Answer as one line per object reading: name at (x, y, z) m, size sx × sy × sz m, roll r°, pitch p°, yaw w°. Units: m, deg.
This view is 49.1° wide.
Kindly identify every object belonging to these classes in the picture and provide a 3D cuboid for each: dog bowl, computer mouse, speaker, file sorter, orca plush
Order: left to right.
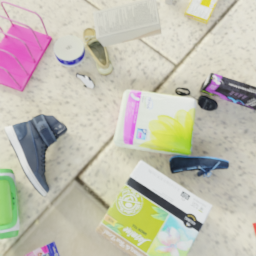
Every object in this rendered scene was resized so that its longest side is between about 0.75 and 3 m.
speaker at (-4.293, 2.591, 9.562) m, size 1.002 × 1.002 × 2.265 m, roll -11°, pitch 72°, yaw -4°
file sorter at (-4.672, -3.251, 11.096) m, size 1.917 × 1.730 × 2.758 m, roll 21°, pitch 73°, yaw 6°
dog bowl at (-2.444, -3.209, 11.713) m, size 1.261 × 0.497 × 1.261 m, roll 0°, pitch 70°, yaw -1°
orca plush at (-1.709, -1.942, 11.486) m, size 0.928 × 0.330 × 0.488 m, roll 24°, pitch 118°, yaw 15°
computer mouse at (2.715, -1.189, 11.129) m, size 1.798 × 0.527 × 0.306 m, roll 28°, pitch 41°, yaw 12°

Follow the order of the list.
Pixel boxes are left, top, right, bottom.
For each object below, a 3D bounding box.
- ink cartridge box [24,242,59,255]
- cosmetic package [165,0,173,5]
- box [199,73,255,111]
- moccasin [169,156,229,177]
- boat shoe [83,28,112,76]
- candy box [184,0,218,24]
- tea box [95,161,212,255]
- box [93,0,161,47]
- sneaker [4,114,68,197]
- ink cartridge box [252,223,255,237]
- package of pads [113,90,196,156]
ink cartridge box at (-2.925, 4.310, 9.406) m, size 1.111 × 0.206 × 0.526 m, roll -23°, pitch 73°, yaw -10°
cosmetic package at (1.938, -6.046, 12.732) m, size 0.335 × 0.397 × 0.768 m, roll 17°, pitch 71°, yaw 7°
box at (4.037, -1.275, 10.400) m, size 2.511 × 1.795 × 0.453 m, roll 18°, pitch 89°, yaw 7°
moccasin at (2.544, 1.445, 10.115) m, size 2.094 × 0.843 × 0.714 m, roll 0°, pitch 71°, yaw 15°
boat shoe at (-1.291, -3.307, 11.627) m, size 0.855 × 0.737 × 2.344 m, roll -19°, pitch 73°, yaw -5°
candy box at (3.452, -5.725, 12.664) m, size 1.093 × 0.282 × 2.139 m, roll 24°, pitch 73°, yaw 14°
tea box at (0.776, 2.916, 9.016) m, size 2.624 × 1.753 × 2.582 m, roll 31°, pitch 75°, yaw 8°
box at (-0.014, -4.049, 10.837) m, size 2.440 × 0.949 × 1.159 m, roll -8°, pitch 85°, yaw 11°
sneaker at (-2.921, 0.840, 10.102) m, size 2.024 × 1.065 × 2.801 m, roll -25°, pitch 85°, yaw -18°
ink cartridge box at (5.496, 3.891, 9.385) m, size 2.124 × 0.532 × 1.709 m, roll -7°, pitch 71°, yaw -4°
package of pads at (1.037, -0.210, 10.473) m, size 2.823 × 0.963 × 2.181 m, roll 9°, pitch 73°, yaw 5°
